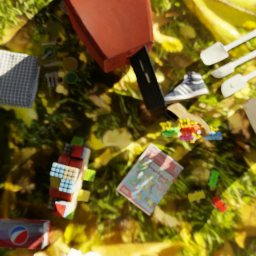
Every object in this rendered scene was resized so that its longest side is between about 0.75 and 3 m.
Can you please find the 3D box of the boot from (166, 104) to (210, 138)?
[{"bbox_3d":[1.976,-0.187,9.500,1.680,0.634,0.619,40,127,26],"label":"boot"}]

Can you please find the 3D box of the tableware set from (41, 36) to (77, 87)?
[{"bbox_3d":[-2.622,-2.543,10.714,1.299,0.296,1.929,-10,81,-2],"label":"tableware set"}]

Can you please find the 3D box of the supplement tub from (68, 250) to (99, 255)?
[{"bbox_3d":[-0.798,5.239,8.613,2.969,2.152,2.152,23,82,3],"label":"supplement tub"}]

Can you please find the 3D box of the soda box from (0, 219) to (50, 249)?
[{"bbox_3d":[-3.991,3.583,9.557,2.440,0.774,0.854,2,80,1],"label":"soda box"}]

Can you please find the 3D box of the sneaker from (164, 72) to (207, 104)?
[{"bbox_3d":[2.000,-1.495,10.384,1.737,0.609,0.942,-13,87,-9],"label":"sneaker"}]

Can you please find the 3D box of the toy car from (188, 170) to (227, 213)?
[{"bbox_3d":[2.932,2.181,10.006,1.421,0.317,1.337,18,82,2],"label":"toy car"}]

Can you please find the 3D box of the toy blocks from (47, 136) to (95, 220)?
[{"bbox_3d":[-1.981,1.641,9.237,1.444,1.975,2.890,14,81,2],"label":"toy blocks"}]

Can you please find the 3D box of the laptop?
[{"bbox_3d":[0.868,-1.633,9.365,1.106,2.141,1.897,-22,94,-20],"label":"laptop"}]

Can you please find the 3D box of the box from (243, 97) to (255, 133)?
[{"bbox_3d":[5.686,-0.885,9.813,2.527,1.572,1.232,-21,82,-3],"label":"box"}]

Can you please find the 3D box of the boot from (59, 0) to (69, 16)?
[{"bbox_3d":[-1.197,-4.427,10.638,2.181,0.870,2.399,-46,74,8],"label":"boot"}]

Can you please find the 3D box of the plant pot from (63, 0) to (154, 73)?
[{"bbox_3d":[-0.454,-3.470,9.789,2.655,2.652,2.340,-22,89,-3],"label":"plant pot"}]

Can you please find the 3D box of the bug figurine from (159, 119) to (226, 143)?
[{"bbox_3d":[2.109,0.177,9.355,1.687,2.176,0.560,-4,79,44],"label":"bug figurine"}]

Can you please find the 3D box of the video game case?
[{"bbox_3d":[0.789,1.839,10.120,1.492,0.182,2.086,37,84,5],"label":"video game case"}]

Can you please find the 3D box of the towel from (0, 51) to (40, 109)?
[{"bbox_3d":[-4.246,-1.813,10.311,1.687,0.872,2.038,6,81,0],"label":"towel"}]

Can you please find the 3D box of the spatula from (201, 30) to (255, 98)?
[{"bbox_3d":[4.427,-2.670,10.772,2.862,0.230,1.990,-29,82,-4],"label":"spatula"}]
